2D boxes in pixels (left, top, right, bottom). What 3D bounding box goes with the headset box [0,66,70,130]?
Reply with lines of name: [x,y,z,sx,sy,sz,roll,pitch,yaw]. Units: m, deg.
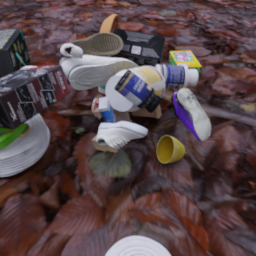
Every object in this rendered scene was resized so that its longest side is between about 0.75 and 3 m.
headset box: [-3.218,-1.061,8.506,1.934,1.003,2.598,5,32,32]

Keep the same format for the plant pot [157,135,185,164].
plant pot: [1.480,0.753,9.297,0.656,0.924,0.924,11,32,-30]

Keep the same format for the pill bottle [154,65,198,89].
pill bottle: [1.808,-1.951,10.766,1.599,0.888,0.888,1,39,-7]

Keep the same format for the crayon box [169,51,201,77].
crayon box: [2.883,-3.305,14.382,1.156,0.567,1.946,-4,39,-5]

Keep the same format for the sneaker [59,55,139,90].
sneaker: [-0.899,-2.111,9.889,2.971,1.135,1.196,-7,39,-37]

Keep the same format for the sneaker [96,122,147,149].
sneaker: [-0.197,0.239,7.297,1.829,0.668,0.648,-3,68,54]

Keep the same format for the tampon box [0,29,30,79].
tampon box: [-6.000,-3.458,13.548,1.549,1.838,2.453,-1,39,-1]

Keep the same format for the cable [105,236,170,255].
cable: [0.195,3.321,6.235,1.787,0.619,1.788,-31,49,-32]

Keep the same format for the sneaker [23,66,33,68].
sneaker: [-4.255,-1.934,12.421,1.716,1.094,2.969,6,30,10]

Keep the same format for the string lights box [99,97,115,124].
string lights box: [-0.627,-0.455,8.507,0.264,0.895,0.460,-10,49,9]

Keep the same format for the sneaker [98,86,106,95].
sneaker: [-0.293,-1.876,12.188,2.449,0.978,0.874,13,39,23]

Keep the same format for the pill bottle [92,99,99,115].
pill bottle: [-0.780,-0.788,11.230,1.225,0.671,0.671,8,40,9]

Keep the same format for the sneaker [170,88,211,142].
sneaker: [1.788,-0.349,8.261,0.581,1.671,0.831,-31,6,-25]

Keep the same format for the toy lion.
toy lion: [-4.618,0.100,8.787,2.269,0.779,2.175,25,56,26]

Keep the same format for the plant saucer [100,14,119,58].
plant saucer: [-0.869,-3.480,11.822,0.473,2.529,2.529,12,40,3]

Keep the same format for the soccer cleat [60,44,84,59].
soccer cleat: [-1.886,-2.468,8.813,0.529,0.428,1.225,7,13,-46]

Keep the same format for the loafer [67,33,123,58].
loafer: [-1.230,-2.970,10.396,2.151,0.814,0.734,-4,-3,9]

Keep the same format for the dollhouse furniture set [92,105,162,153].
dollhouse furniture set: [-0.083,-0.433,10.041,1.222,1.431,2.760,8,37,36]

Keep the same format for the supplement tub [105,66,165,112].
supplement tub: [0.261,-1.300,9.306,1.352,1.352,1.859,25,29,27]

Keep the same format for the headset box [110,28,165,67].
headset box: [0.364,-2.933,11.806,2.032,2.731,1.055,11,83,3]

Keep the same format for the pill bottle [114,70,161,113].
pill bottle: [0.294,-0.994,7.885,1.253,0.701,0.701,35,40,-12]

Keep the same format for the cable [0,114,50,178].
cable: [-4.088,0.393,9.550,2.746,0.951,2.747,-25,45,-27]
